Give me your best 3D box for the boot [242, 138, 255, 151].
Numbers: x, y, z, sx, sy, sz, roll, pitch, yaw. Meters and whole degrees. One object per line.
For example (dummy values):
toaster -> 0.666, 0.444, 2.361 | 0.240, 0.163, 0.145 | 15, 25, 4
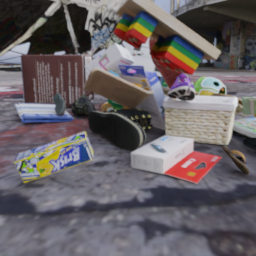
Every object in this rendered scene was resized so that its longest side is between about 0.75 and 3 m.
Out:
boot -> 3.212, 0.197, 6.478 | 0.932, 0.763, 0.345 | 25, 30, 32

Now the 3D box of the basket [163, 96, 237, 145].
basket -> 2.003, -0.272, 7.838 | 1.856, 1.145, 1.258 | 7, 16, 25

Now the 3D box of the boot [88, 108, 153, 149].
boot -> 0.130, -0.111, 7.847 | 1.740, 0.831, 2.303 | -9, 18, -37

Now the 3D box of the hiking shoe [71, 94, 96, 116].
hiking shoe -> -1.727, -0.682, 10.853 | 0.837, 0.629, 1.662 | -33, 33, -6

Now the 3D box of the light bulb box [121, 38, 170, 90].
light bulb box -> 1.078, -2.727, 12.509 | 2.532, 1.580, 2.510 | 12, -6, 3

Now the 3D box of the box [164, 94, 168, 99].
box -> 1.625, -1.122, 12.421 | 1.361, 0.561, 2.319 | -5, 16, -22

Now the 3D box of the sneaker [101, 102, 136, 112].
sneaker -> -0.243, -0.907, 11.407 | 1.684, 0.637, 0.738 | 0, 14, -2

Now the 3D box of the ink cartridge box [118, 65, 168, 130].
ink cartridge box -> 0.571, -1.008, 8.642 | 0.464, 2.211, 1.320 | -38, 30, -20

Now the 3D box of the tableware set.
tableware set -> 2.681, -1.142, 9.852 | 2.999, 0.601, 1.982 | 17, 0, 29

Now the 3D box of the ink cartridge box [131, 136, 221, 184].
ink cartridge box -> 1.085, 0.592, 6.056 | 1.441, 0.366, 1.635 | 8, 17, 33

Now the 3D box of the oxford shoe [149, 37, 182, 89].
oxford shoe -> 1.188, -1.930, 8.751 | 0.717, 2.036, 0.761 | -22, -7, 7

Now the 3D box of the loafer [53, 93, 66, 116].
loafer -> -2.439, -0.823, 10.275 | 0.455, 0.398, 1.266 | -39, 42, 10

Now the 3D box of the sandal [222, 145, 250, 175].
sandal -> 2.229, 0.598, 5.731 | 0.242, 0.363, 0.888 | -37, 25, 10

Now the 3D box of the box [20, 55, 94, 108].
box -> -3.205, -2.275, 13.297 | 2.817, 2.313, 2.337 | 1, 14, 4

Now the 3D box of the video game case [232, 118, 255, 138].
video game case -> 3.969, 0.037, 8.278 | 1.573, 0.191, 1.728 | -5, 19, -25

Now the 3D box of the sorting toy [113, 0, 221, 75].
sorting toy -> 0.450, -1.376, 4.426 | 1.465, 0.510, 1.456 | 29, 9, -16

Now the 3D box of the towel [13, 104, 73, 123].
towel -> -3.279, -0.569, 10.672 | 1.835, 0.297, 2.498 | -1, 15, -27

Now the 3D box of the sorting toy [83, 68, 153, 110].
sorting toy -> -0.442, -1.082, 8.523 | 1.800, 0.358, 2.435 | 19, -15, -13

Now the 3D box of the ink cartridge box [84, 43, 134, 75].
ink cartridge box -> -0.588, -2.080, 9.173 | 1.323, 0.560, 0.956 | -29, -11, 23

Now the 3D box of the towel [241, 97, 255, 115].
towel -> 3.360, -0.484, 6.687 | 1.186, 0.139, 0.905 | 3, -21, 27

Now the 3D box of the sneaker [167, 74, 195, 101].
sneaker -> 1.368, -1.086, 7.285 | 0.666, 0.690, 1.653 | 11, 7, 0

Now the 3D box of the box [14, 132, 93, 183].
box -> -1.342, 0.527, 5.176 | 1.333, 0.467, 0.429 | -18, 21, -3

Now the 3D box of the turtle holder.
turtle holder -> 3.476, -1.541, 12.397 | 1.808, 1.374, 1.284 | -11, 19, -42

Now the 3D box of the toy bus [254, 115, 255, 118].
toy bus -> 5.122, -0.532, 10.039 | 1.116, 0.577, 1.053 | 3, 15, 13
